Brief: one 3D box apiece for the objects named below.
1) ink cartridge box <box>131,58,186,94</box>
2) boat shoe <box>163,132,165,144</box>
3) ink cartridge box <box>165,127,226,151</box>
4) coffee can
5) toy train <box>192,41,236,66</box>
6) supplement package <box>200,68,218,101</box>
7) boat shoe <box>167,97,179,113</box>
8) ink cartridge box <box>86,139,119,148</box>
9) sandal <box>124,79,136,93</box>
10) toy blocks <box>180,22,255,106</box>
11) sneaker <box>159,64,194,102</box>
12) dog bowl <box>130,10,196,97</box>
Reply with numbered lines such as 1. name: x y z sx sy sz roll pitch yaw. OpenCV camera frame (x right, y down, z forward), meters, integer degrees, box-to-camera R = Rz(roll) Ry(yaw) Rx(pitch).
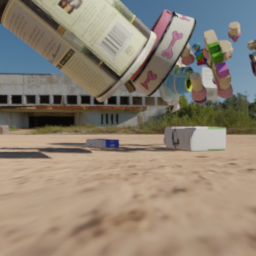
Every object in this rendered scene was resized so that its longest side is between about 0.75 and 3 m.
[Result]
1. ink cartridge box: 1.103 -2.738 12.327 2.187 1.604 1.597 -30 21 -14
2. boat shoe: 2.968 0.374 13.190 2.608 0.871 0.959 0 -1 8
3. ink cartridge box: 2.378 0.374 10.208 1.399 0.807 1.915 0 -1 -18
4. coffee can: -1.110 -2.233 6.188 2.840 2.078 2.078 38 -15 -19
5. toy train: 3.242 -3.072 10.741 1.540 0.891 0.652 -24 0 34
6. supplement package: 3.321 -1.797 11.406 0.706 1.204 0.704 5 -39 8
7. boat shoe: 1.970 -1.197 12.514 0.472 1.362 0.482 -39 47 -18
8. ink cartridge box: -1.098 0.635 11.735 0.698 0.328 1.484 -1 0 -39
9. sandal: -0.742 -1.956 8.980 0.706 2.616 1.051 -38 31 11
10. toy blocks: 3.009 -1.862 9.045 2.273 2.124 1.914 -16 -37 14
11. sneaker: 1.701 -2.167 10.076 1.450 2.222 0.884 -14 3 42
12. dog bowl: 0.839 -2.178 7.972 0.911 2.471 2.471 30 -5 -8
